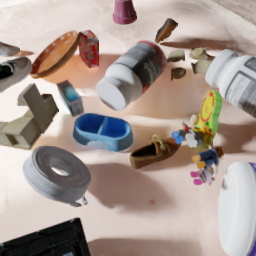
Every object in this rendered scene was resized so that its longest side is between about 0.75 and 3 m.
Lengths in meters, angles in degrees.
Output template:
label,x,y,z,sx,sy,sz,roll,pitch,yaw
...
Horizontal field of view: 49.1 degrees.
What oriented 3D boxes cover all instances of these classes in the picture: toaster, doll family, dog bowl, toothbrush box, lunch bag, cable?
label,x,y,z,sx,sy,sz,roll,pitch,yaw
toaster,-1.514,3.075,5.602,1.810,1.188,2.002,-17,53,-13
doll family,1.892,0.541,6.859,1.068,0.776,1.721,-14,78,-49
dog bowl,-0.766,0.074,8.420,1.889,0.468,1.053,11,49,9
toothbrush box,-1.884,-0.967,9.133,0.432,0.742,1.013,-27,57,-20
lunch bag,-1.406,-2.861,10.291,0.509,1.241,1.093,-20,48,-24
cable,-1.757,1.125,7.033,1.681,0.582,1.680,21,24,-33

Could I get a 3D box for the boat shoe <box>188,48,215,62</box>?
label,x,y,z,sx,sy,sz,roll,pitch,yaw
boat shoe,2.875,-2.796,10.828,1.072,0.385,0.406,19,54,14

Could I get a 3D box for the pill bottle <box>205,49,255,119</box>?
label,x,y,z,sx,sy,sz,roll,pitch,yaw
pill bottle,3.949,-1.309,8.858,1.578,1.578,2.723,-35,60,-25

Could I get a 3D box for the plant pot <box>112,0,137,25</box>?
label,x,y,z,sx,sy,sz,roll,pitch,yaw
plant pot,-0.152,-4.517,10.629,0.938,0.839,0.938,-2,48,3

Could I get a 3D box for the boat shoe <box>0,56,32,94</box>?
label,x,y,z,sx,sy,sz,roll,pitch,yaw
boat shoe,-3.635,-1.732,8.625,0.744,0.661,2.023,32,48,-6

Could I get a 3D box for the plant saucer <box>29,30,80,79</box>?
label,x,y,z,sx,sy,sz,roll,pitch,yaw
plant saucer,-2.609,-2.582,10.056,2.300,0.371,2.300,-26,38,22

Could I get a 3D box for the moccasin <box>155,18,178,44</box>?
label,x,y,z,sx,sy,sz,roll,pitch,yaw
moccasin,1.483,-3.736,10.975,0.566,1.467,0.537,18,66,-15

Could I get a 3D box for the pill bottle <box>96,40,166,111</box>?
label,x,y,z,sx,sy,sz,roll,pitch,yaw
pill bottle,0.124,-1.740,9.321,1.409,1.409,2.433,27,57,20

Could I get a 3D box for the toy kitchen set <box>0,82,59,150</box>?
label,x,y,z,sx,sy,sz,roll,pitch,yaw
toy kitchen set,-3.278,-0.541,8.223,1.577,1.426,1.748,6,45,21

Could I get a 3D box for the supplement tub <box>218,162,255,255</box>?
label,x,y,z,sx,sy,sz,roll,pitch,yaw
supplement tub,3.577,1.900,5.975,2.850,2.072,2.072,7,52,7

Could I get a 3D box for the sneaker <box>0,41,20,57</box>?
label,x,y,z,sx,sy,sz,roll,pitch,yaw
sneaker,-4.944,-3.154,11.036,1.300,0.523,0.497,1,49,-1

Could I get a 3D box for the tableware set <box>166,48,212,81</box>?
label,x,y,z,sx,sy,sz,roll,pitch,yaw
tableware set,2.146,-2.337,9.962,1.627,0.189,1.359,-5,57,19

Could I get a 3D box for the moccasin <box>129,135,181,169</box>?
label,x,y,z,sx,sy,sz,roll,pitch,yaw
moccasin,0.775,0.592,7.891,1.607,0.620,0.588,-17,48,-10

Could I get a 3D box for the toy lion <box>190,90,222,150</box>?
label,x,y,z,sx,sy,sz,roll,pitch,yaw
toy lion,2.318,-0.301,8.081,0.500,1.397,1.458,12,46,-7
